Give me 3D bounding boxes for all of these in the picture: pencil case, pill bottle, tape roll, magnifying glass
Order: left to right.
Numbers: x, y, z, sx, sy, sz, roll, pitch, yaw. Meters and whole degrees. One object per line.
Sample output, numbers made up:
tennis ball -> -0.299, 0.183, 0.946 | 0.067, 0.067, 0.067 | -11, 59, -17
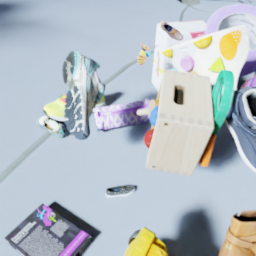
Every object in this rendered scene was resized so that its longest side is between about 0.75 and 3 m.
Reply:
pencil case -> -0.207, -0.551, 11.073 | 2.348, 1.004, 0.986 | -12, 63, -16
magnifying glass -> 1.969, -0.125, 6.363 | 0.273, 2.441, 0.972 | 8, 34, 3
tape roll -> 4.067, -3.245, 10.424 | 2.511, 1.067, 2.511 | -2, 70, 5
pill bottle -> 4.319, -1.145, 7.667 | 1.358, 2.438, 1.358 | 2, 78, -12

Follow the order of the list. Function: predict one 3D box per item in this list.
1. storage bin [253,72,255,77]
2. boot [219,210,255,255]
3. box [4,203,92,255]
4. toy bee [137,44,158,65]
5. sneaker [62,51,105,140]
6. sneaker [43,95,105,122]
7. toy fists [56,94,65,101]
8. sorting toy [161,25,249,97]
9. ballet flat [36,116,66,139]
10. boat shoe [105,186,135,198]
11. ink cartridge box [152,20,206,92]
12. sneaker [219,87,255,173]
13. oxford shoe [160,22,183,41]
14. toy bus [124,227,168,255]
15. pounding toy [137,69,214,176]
storage bin -> 6.946, -2.045, 12.883 | 2.336, 1.095, 1.579 | -23, 44, -24
boot -> 1.603, 1.484, 3.625 | 1.214, 0.942, 0.465 | 2, 9, -32
box -> -2.096, 2.930, 7.353 | 1.865, 0.337, 1.333 | 25, 44, 25
toy bee -> 0.586, -2.793, 10.213 | 0.514, 0.619, 0.945 | 37, 73, -15
sneaker -> -1.188, -0.980, 8.372 | 1.197, 1.076, 2.773 | 8, 68, -35
sneaker -> -2.165, -1.183, 11.435 | 2.817, 1.272, 1.101 | -22, 45, -37
toy fists -> -2.663, -1.326, 12.554 | 1.119, 0.385, 0.570 | -28, 46, -28
sorting toy -> 2.195, -1.444, 8.172 | 1.338, 2.255, 2.505 | -24, 13, -33
ballet flat -> -3.049, -0.170, 10.946 | 1.664, 0.618, 0.618 | 25, 45, 29
boat shoe -> -0.234, 1.929, 8.630 | 0.940, 0.266, 0.322 | -9, 40, -11
ink cartridge box -> 2.371, -3.136, 12.731 | 2.163, 2.980, 1.243 | -10, 43, -12
sneaker -> 3.043, 0.214, 6.088 | 0.964, 1.832, 2.536 | -36, 90, -2
oxford shoe -> 1.201, -2.598, 7.619 | 0.772, 0.275, 0.281 | 26, 18, -19
toy bus -> 0.629, 3.382, 5.326 | 2.227, 2.320, 1.574 | 24, 40, 18
pounding toy -> 1.016, -0.233, 7.234 | 1.653, 2.140, 2.325 | 10, 47, 2
